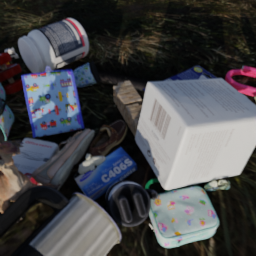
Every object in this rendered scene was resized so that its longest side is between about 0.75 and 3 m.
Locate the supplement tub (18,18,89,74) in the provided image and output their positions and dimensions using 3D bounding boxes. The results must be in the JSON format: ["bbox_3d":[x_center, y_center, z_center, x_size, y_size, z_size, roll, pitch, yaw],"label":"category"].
[{"bbox_3d":[-3.094,-3.425,11.807,2.490,1.747,1.747,-33,54,-29],"label":"supplement tub"}]

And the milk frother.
[{"bbox_3d":[-1.405,2.321,5.285,2.361,2.616,2.461,53,55,-11],"label":"milk frother"}]

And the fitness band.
[{"bbox_3d":[4.962,-1.860,11.224,2.050,0.384,1.472,20,49,20],"label":"fitness band"}]

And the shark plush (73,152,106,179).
[{"bbox_3d":[-1.030,1.081,7.311,0.467,1.028,0.428,48,19,24],"label":"shark plush"}]

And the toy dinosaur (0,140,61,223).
[{"bbox_3d":[-2.931,1.245,6.669,1.867,2.755,1.182,51,39,-4],"label":"toy dinosaur"}]

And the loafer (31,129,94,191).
[{"bbox_3d":[-1.738,0.695,7.886,0.782,0.894,2.486,26,38,2],"label":"loafer"}]

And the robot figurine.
[{"bbox_3d":[-0.022,1.805,6.765,1.214,1.616,1.008,23,81,-8],"label":"robot figurine"}]

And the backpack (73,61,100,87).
[{"bbox_3d":[-1.756,-2.005,10.943,1.083,0.883,0.832,-13,20,15],"label":"backpack"}]

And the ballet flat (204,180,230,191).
[{"bbox_3d":[2.393,1.520,7.522,0.761,0.282,0.282,-2,44,-20],"label":"ballet flat"}]

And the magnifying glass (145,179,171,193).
[{"bbox_3d":[1.198,1.577,7.977,1.559,0.175,0.620,-21,49,-17],"label":"magnifying glass"}]

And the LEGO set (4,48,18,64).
[{"bbox_3d":[-5.811,-3.044,12.081,2.007,0.824,0.766,-20,49,-18],"label":"LEGO set"}]

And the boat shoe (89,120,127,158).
[{"bbox_3d":[-0.627,0.240,8.939,0.646,0.644,1.790,27,51,24],"label":"boat shoe"}]

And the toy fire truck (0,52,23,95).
[{"bbox_3d":[-5.366,-1.799,10.668,2.118,1.414,2.522,8,39,43],"label":"toy fire truck"}]

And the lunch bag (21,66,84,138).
[{"bbox_3d":[-2.384,-0.889,8.816,1.564,2.078,0.977,-11,11,-17],"label":"lunch bag"}]

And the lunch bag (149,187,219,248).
[{"bbox_3d":[1.325,2.233,6.978,1.618,0.624,1.298,-11,49,-10],"label":"lunch bag"}]

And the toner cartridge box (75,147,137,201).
[{"bbox_3d":[-0.613,1.302,7.928,1.618,0.349,0.768,-34,55,-18],"label":"toner cartridge box"}]

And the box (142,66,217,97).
[{"bbox_3d":[2.129,-1.407,10.644,2.762,0.448,1.673,-26,49,-19],"label":"box"}]

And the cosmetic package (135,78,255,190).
[{"bbox_3d":[1.858,0.065,7.682,2.527,2.102,2.114,-6,39,-21],"label":"cosmetic package"}]

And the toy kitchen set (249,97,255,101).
[{"bbox_3d":[4.145,-0.170,9.496,1.517,1.215,0.894,-28,42,24],"label":"toy kitchen set"}]

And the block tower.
[{"bbox_3d":[0.219,-0.571,9.698,0.711,0.761,2.632,-16,45,-16],"label":"block tower"}]

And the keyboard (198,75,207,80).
[{"bbox_3d":[2.313,-0.910,9.741,0.628,0.119,2.232,35,68,3],"label":"keyboard"}]

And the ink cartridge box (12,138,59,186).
[{"bbox_3d":[-2.790,1.116,8.049,1.130,0.649,1.556,10,44,11],"label":"ink cartridge box"}]

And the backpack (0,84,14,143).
[{"bbox_3d":[-4.739,-0.496,8.370,2.279,2.592,1.987,-10,39,0],"label":"backpack"}]
